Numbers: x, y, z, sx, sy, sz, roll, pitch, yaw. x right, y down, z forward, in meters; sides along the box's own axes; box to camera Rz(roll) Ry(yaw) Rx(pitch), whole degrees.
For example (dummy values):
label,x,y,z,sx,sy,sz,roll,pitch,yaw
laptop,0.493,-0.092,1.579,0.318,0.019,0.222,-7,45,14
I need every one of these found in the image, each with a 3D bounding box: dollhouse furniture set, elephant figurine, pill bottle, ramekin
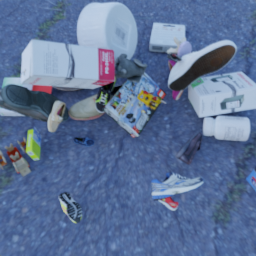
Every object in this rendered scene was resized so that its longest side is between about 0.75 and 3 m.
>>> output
label,x,y,z,sx,sy,sz,roll,pitch,yaw
dollhouse furniture set,-4.070,1.143,10.251,1.239,0.638,1.226,-32,51,-19
elephant figurine,0.258,-2.161,10.300,1.401,0.991,1.087,8,69,-23
pill bottle,3.705,0.008,10.672,1.585,0.907,0.907,4,57,8
ramekin,-0.739,-3.857,11.628,1.285,2.636,2.636,7,54,35

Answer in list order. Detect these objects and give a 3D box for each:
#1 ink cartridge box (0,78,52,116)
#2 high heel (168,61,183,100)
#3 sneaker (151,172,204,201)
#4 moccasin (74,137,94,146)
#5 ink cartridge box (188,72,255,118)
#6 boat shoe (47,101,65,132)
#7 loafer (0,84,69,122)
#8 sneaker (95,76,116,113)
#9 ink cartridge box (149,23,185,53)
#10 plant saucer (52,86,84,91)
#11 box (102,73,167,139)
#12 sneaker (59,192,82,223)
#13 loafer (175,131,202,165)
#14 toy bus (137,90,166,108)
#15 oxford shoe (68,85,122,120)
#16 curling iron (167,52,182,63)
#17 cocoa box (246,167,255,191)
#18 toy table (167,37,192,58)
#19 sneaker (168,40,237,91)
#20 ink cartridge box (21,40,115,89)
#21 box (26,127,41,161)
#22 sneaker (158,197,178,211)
label,x,y,z,sx,sy,sz,roll,pitch,yaw
ink cartridge box,-4.256,-1.274,11.555,1.968,0.493,1.584,1,69,6
high heel,1.974,-2.114,12.073,1.092,0.767,2.277,23,56,4
sneaker,1.339,1.493,7.664,1.536,0.592,0.654,-11,73,-14
moccasin,-1.706,0.524,10.730,0.806,0.275,0.324,4,57,2
ink cartridge box,3.708,-1.367,11.128,2.292,0.964,1.673,-9,33,0
boat shoe,-2.604,-0.403,10.277,0.412,0.439,1.191,12,87,28
loafer,-3.501,-0.824,10.347,0.918,2.917,1.048,-18,67,29
sneaker,-0.908,-1.321,10.438,0.567,0.655,1.582,18,99,6
ink cartridge box,1.962,-4.480,13.942,1.688,0.522,2.082,6,46,5
plant saucer,-2.494,-2.619,12.657,2.690,0.431,2.690,0,58,0
box,0.316,-1.006,10.788,1.634,0.476,2.387,43,59,-10
sneaker,-1.750,2.524,8.635,0.459,0.531,1.175,-17,39,-27
loafer,2.332,0.750,10.223,0.584,0.667,1.855,44,41,10
toy bus,0.791,-0.983,10.132,0.888,0.486,0.941,27,13,-17
oxford shoe,-1.097,-1.165,11.324,2.813,1.038,0.996,-23,61,-16
curling iron,1.760,-2.847,11.132,0.531,0.274,2.141,27,17,-6
cocoa box,5.485,1.551,9.353,2.245,1.473,1.497,-24,60,-14
toy table,2.117,-3.200,11.364,0.959,1.043,0.611,-34,61,-14
sneaker,2.590,-2.554,10.403,1.066,2.929,1.240,28,54,-30
ink cartridge box,-2.063,-2.021,9.373,2.687,1.952,1.120,0,90,-29
box,-3.401,0.563,10.122,0.254,0.649,1.064,-13,53,4
sneaker,1.157,2.145,8.540,0.868,0.334,0.369,33,94,25
